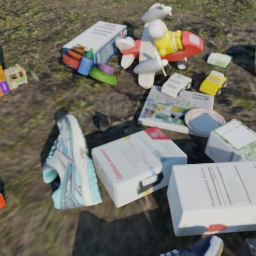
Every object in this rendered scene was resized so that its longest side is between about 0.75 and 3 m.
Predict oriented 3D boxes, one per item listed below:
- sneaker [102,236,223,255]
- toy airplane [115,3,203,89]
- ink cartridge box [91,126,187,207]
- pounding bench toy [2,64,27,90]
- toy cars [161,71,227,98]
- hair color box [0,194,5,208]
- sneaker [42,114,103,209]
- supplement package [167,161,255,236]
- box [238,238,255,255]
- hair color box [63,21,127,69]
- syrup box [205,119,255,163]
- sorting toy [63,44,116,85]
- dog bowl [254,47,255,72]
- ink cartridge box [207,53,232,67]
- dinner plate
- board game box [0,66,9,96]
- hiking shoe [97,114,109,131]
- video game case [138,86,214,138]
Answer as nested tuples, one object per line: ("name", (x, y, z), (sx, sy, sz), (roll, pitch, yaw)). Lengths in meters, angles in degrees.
("sneaker", (0.430, 2.577, 5.026), (2.726, 0.955, 1.479), (-35, 54, -29))
("toy airplane", (0.922, -3.240, 10.566), (2.934, 2.079, 2.947), (-37, 68, -7))
("ink cartridge box", (0.245, 0.884, 6.956), (1.925, 0.797, 1.403), (-19, 42, -20))
("pounding bench toy", (-4.012, -1.800, 10.140), (0.735, 0.586, 0.943), (-31, 50, -30))
("toy cars", (2.383, -1.639, 9.733), (2.723, 0.603, 1.221), (-5, 42, -16))
("hair color box", (-3.614, 1.838, 6.212), (0.742, 0.448, 1.462), (32, 50, 30))
("sneaker", (-1.588, 0.719, 6.987), (1.239, 1.114, 2.871), (-16, 44, -13))
("supplement package", (1.893, 1.519, 6.025), (1.872, 1.135, 1.121), (-3, 46, -3))
("box", (2.831, 2.685, 5.100), (1.181, 0.693, 1.161), (-3, 42, -1))
("hair color box", (-1.282, -3.482, 11.776), (1.441, 0.872, 2.882), (17, 45, 18))
("syrup box", (3.094, 0.884, 6.888), (0.917, 0.948, 2.328), (-24, 49, -21))
("sorting toy", (-1.289, -2.356, 9.917), (2.178, 0.894, 1.309), (26, 15, 4))
("dog bowl", (5.966, -2.439, 10.631), (2.395, 0.883, 2.395), (0, 41, 0))
("ink cartridge box", (3.860, -2.936, 11.662), (0.772, 0.254, 1.061), (23, 49, 24))
("dinner plate", (2.280, -0.172, 8.334), (1.175, 0.142, 1.175), (2, 42, -1))
("board game box", (-5.705, -1.918, 9.075), (2.163, 2.165, 2.164), (24, 47, 25))
("hiking shoe", (-0.743, -0.072, 8.310), (0.304, 0.403, 0.801), (15, 28, -10))
("video game case", (1.606, -0.605, 9.082), (2.142, 0.236, 1.953), (12, 43, 12))
